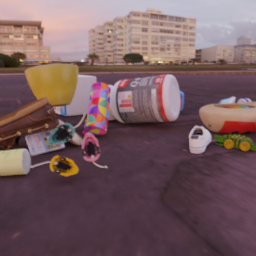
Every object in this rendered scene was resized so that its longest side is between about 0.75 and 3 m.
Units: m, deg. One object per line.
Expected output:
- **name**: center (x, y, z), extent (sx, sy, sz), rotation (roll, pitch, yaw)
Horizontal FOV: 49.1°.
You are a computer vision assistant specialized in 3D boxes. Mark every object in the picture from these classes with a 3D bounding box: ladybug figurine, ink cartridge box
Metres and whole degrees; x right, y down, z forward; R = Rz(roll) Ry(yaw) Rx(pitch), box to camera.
- **ladybug figurine**: center (3.562, -0.311, 9.318), extent (2.414, 0.868, 1.638), rotation (-1, 13, -3)
- **ink cartridge box**: center (-2.699, -1.559, 12.860), extent (1.625, 1.654, 2.247), rotation (-10, 16, -36)

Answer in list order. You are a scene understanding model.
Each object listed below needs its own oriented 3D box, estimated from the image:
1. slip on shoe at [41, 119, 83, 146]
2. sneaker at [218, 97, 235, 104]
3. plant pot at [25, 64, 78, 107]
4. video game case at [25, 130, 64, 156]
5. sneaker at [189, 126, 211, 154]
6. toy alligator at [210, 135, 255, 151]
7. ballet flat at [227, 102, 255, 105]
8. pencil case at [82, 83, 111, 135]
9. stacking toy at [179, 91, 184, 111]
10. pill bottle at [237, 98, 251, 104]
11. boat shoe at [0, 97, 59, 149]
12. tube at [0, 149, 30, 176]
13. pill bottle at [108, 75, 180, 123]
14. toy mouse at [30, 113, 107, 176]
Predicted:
- **slip on shoe**: center (-2.183, 0.051, 8.151), extent (2.146, 0.650, 0.816), rotation (31, -11, 28)
- **sneaker**: center (4.658, -1.148, 13.343), extent (0.713, 0.643, 1.741), rotation (13, 17, 27)
- **plant pot**: center (-2.409, -1.317, 9.194), extent (1.701, 1.207, 1.701), rotation (-8, 2, 0)
- **video game case**: center (-2.165, 0.369, 7.287), extent (0.856, 0.077, 0.613), rotation (-14, 56, -26)
- **sneaker**: center (1.988, 0.200, 7.686), extent (0.548, 0.532, 1.502), rotation (1, 17, 18)
- **toy alligator**: center (2.774, 0.342, 7.684), extent (1.540, 0.370, 0.510), rotation (8, 16, 30)
- **ballet flat**: center (5.075, -0.781, 12.178), extent (1.747, 0.618, 0.618), rotation (0, 13, -5)
- **pencil case**: center (-0.983, -0.595, 8.911), extent (0.750, 1.698, 0.750), rotation (6, -25, 3)
- **stacking toy**: center (1.609, -1.022, 12.555), extent (1.077, 1.018, 1.856), rotation (23, 35, 34)
- **pill bottle**: center (5.956, -1.278, 14.317), extent (0.447, 0.447, 0.772), rotation (13, 17, 43)
- **boat shoe**: center (-3.059, 0.094, 7.234), extent (2.535, 0.892, 0.892), rotation (-23, 20, -2)
- **tube**: center (-3.104, 0.767, 5.729), extent (2.061, 0.535, 0.598), rotation (-5, -25, 0)
- **pill bottle**: center (0.357, -1.000, 10.316), extent (2.824, 1.636, 1.636), rotation (-2, 11, 25)
- **toy mouse**: center (-1.026, 0.327, 5.508), extent (1.438, 1.278, 0.278), rotation (13, -11, 4)
